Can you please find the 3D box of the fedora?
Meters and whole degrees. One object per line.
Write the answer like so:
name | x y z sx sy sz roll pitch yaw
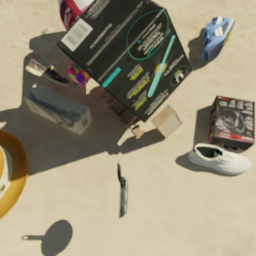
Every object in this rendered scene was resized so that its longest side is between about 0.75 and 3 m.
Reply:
fedora | -3.959 1.116 6.952 2.839 1.158 2.839 0 65 0

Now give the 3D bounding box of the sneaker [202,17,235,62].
sneaker | 2.774 -2.917 9.147 0.825 0.742 2.006 28 61 16

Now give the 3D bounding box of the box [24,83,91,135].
box | -1.971 -0.536 7.924 1.801 0.740 0.616 24 63 15

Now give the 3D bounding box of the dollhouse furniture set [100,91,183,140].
dollhouse furniture set | 0.229 -0.653 7.981 1.237 1.057 2.387 -44 63 3

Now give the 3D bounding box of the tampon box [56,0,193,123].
tampon box | 0.071 -1.563 6.345 1.845 2.461 1.554 -47 61 4

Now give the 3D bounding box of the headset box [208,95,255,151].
headset box | 2.902 -0.083 7.843 1.104 0.573 1.483 9 66 5

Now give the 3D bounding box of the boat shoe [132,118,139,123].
boat shoe | -0.034 -0.815 8.216 0.518 0.519 1.474 -27 66 -14

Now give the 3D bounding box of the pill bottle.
pill bottle | -1.093 -3.088 7.911 1.503 1.503 2.744 -21 49 -10

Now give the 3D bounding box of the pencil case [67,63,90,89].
pencil case | -1.126 -2.000 8.652 0.760 0.760 1.720 33 68 15

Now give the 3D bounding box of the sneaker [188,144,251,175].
sneaker | 2.450 0.827 7.399 1.652 0.585 0.603 9 65 4

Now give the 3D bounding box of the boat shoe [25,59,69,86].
boat shoe | -2.053 -1.434 7.321 0.435 1.209 0.392 33 101 52

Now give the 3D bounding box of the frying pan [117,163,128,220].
frying pan | -0.103 1.085 5.325 0.226 1.391 0.841 3 23 -1
